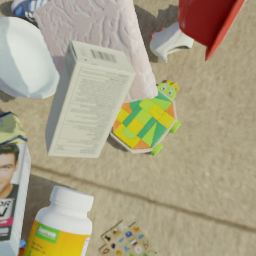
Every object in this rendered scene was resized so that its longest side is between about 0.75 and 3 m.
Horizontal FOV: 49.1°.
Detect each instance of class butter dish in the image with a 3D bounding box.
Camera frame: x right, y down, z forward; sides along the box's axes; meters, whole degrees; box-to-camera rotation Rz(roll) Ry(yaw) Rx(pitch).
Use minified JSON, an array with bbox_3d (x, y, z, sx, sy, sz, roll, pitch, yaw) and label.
[{"bbox_3d":[1.781,-3.176,6.651,1.646,2.227,2.221,17,62,1],"label":"butter dish"}]

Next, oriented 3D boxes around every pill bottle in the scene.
[{"bbox_3d":[-1.771,2.898,7.096,1.463,1.463,2.634,15,78,3],"label":"pill bottle"}]

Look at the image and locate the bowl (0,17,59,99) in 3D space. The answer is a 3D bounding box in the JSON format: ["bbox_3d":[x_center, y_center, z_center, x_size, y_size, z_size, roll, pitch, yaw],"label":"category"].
[{"bbox_3d":[-3.173,-1.810,8.077,1.087,2.419,2.419,-21,74,35],"label":"bowl"}]

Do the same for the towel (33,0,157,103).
[{"bbox_3d":[-0.681,-1.567,5.593,2.264,0.382,2.371,-7,110,37],"label":"towel"}]

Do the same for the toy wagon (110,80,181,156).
[{"bbox_3d":[0.604,-0.504,8.371,2.001,0.510,2.579,39,80,8],"label":"toy wagon"}]

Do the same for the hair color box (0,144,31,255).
[{"bbox_3d":[-3.318,1.696,6.945,1.373,0.841,2.774,-2,44,-9],"label":"hair color box"}]

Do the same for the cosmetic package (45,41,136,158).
[{"bbox_3d":[-0.758,-0.399,4.965,1.030,1.990,0.727,6,40,-28],"label":"cosmetic package"}]

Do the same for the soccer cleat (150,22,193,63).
[{"bbox_3d":[1.898,-3.068,8.821,2.638,0.914,1.023,-34,85,-1],"label":"soccer cleat"}]

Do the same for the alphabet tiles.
[{"bbox_3d":[0.016,3.407,7.716,1.251,0.048,1.503,-35,80,-7],"label":"alphabet tiles"}]

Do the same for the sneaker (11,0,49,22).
[{"bbox_3d":[-2.644,-3.421,8.889,2.059,0.829,1.508,-12,89,10],"label":"sneaker"}]

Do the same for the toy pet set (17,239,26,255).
[{"bbox_3d":[-3.533,3.059,7.037,1.616,1.509,0.858,-9,52,-31],"label":"toy pet set"}]

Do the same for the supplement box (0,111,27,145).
[{"bbox_3d":[-3.580,0.134,8.186,0.868,0.583,0.867,-25,78,-6],"label":"supplement box"}]
